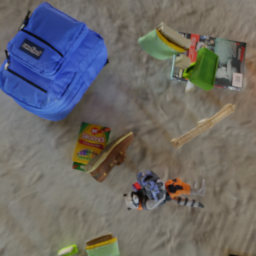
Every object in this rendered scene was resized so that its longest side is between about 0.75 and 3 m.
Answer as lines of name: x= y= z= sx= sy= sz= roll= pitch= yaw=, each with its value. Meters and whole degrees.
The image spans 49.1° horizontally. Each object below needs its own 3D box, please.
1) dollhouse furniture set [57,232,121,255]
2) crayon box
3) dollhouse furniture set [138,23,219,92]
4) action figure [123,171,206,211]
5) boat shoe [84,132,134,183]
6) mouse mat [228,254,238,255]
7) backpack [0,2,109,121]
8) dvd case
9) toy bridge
dollhouse furniture set: x=-1.276 y=3.786 z=7.678 sx=2.248 sy=0.868 sz=1.123 roll=-19 pitch=80 yaw=-4
crayon box: x=-1.127 y=0.629 z=8.548 sx=0.931 sy=0.373 sz=1.467 roll=12 pitch=79 yaw=0
dollhouse furniture set: x=1.278 y=-1.810 z=7.838 sx=2.041 sy=1.337 sz=1.025 roll=23 pitch=74 yaw=-23
action figure: x=0.966 y=1.844 z=7.507 sx=2.175 sy=2.248 sz=1.176 roll=-10 pitch=96 yaw=0
boat shoe: x=-0.423 y=0.799 z=8.016 sx=0.647 sy=0.689 sz=1.915 roll=53 pitch=51 yaw=-7
mouse mat: x=3.491 y=4.287 z=8.002 sx=1.376 sy=0.052 sz=1.108 roll=8 pitch=79 yaw=3
backpack: x=-2.340 y=-1.835 z=8.076 sx=2.330 sy=2.406 sz=2.867 roll=30 pitch=84 yaw=13
dvd case: x=2.651 y=-2.188 z=9.192 sx=2.314 sy=0.255 sz=1.689 roll=8 pitch=79 yaw=2
toy bridge: x=2.349 y=-0.099 z=8.510 sx=2.258 sy=0.759 sz=0.307 roll=-32 pitch=87 yaw=-6
